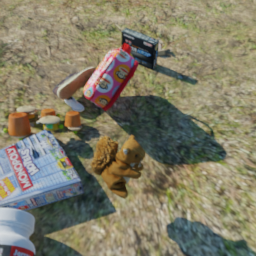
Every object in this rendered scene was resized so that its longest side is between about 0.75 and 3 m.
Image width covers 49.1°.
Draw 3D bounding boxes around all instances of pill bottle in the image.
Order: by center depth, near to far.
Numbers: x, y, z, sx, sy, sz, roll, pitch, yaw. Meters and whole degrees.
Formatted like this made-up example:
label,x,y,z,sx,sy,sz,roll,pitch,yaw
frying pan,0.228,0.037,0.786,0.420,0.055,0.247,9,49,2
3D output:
label,x,y,z,sx,sy,sz,roll,pitch,yaw
pill bottle,-3.186,3.584,6.699,1.702,1.702,2.938,-2,51,-2

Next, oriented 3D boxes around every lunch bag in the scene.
label,x,y,z,sx,sy,sz,roll,pitch,yaw
lunch bag,-0.637,-1.985,10.308,1.118,2.404,2.729,31,7,-17

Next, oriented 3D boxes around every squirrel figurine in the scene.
label,x,y,z,sx,sy,sz,roll,pitch,yaw
squirrel figurine,-0.264,0.821,7.366,1.492,1.392,1.056,28,38,8

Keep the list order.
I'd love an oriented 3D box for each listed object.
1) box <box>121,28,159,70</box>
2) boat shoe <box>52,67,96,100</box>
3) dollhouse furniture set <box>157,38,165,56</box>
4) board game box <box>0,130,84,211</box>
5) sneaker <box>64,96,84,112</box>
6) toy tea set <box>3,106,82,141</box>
label,x,y,z,sx,sy,sz,roll,pitch,yaw
box,0.519,-3.589,12.780,1.777,1.413,0.409,29,56,21
boat shoe,-2.189,-1.933,11.522,0.697,0.774,2.152,26,54,29
dollhouse furniture set,1.426,-4.026,13.740,0.419,0.491,0.947,-15,52,-14
board game box,-3.343,1.496,8.946,2.843,0.877,2.845,-26,55,-21
sneaker,-2.218,-1.007,11.300,1.066,0.377,0.389,31,58,25
toy tea set,-3.120,-0.067,10.420,2.732,1.011,1.624,7,21,9
